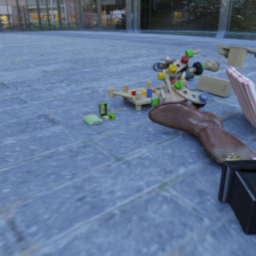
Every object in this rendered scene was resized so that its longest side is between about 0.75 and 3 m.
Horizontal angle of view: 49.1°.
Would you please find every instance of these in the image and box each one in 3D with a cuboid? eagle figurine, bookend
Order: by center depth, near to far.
[{"bbox_3d":[2.658,1.331,4.359,1.905,0.877,1.893,-1,25,0],"label":"bookend"},{"bbox_3d":[2.188,-3.554,15.859,1.157,1.151,1.525,39,-13,-6],"label":"eagle figurine"}]

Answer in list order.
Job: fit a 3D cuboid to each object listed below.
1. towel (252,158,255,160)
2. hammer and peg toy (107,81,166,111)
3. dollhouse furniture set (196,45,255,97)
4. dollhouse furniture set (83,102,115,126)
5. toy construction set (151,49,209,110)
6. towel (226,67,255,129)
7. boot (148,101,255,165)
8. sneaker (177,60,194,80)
[{"bbox_3d":[3.488,0.792,5.931,1.347,0.202,0.986,0,4,-21],"label":"towel"},{"bbox_3d":[0.330,-1.135,10.298,2.020,0.712,1.486,-12,28,-26],"label":"hammer and peg toy"},{"bbox_3d":[4.335,-2.376,11.837,1.613,1.979,1.882,-3,21,-37],"label":"dollhouse furniture set"},{"bbox_3d":[-0.958,-0.451,9.006,0.930,0.467,0.609,-15,28,-31],"label":"dollhouse furniture set"},{"bbox_3d":[1.489,-1.414,10.031,1.868,2.028,2.432,-18,6,-9],"label":"toy construction set"},{"bbox_3d":[3.571,-0.828,8.246,0.365,1.784,2.438,-25,16,16],"label":"towel"},{"bbox_3d":[1.758,0.163,7.123,2.261,0.779,2.426,5,27,-7],"label":"boot"},{"bbox_3d":[2.936,-2.934,14.575,0.869,0.764,2.053,6,32,-1],"label":"sneaker"}]
